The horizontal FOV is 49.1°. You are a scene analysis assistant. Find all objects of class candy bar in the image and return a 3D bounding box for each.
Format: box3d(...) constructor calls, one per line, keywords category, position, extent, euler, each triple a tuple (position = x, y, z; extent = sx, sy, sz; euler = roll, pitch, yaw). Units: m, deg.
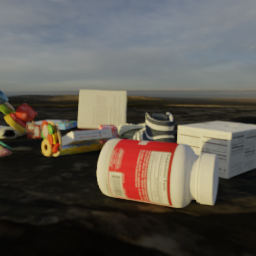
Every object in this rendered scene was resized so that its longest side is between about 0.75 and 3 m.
box3d(category="candy bar", position=(-1.866, 0.750, 9.948), extent=(2.442, 0.271, 0.609), euler=(-5, 7, -37))

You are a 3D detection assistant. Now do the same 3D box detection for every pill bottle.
box3d(category="pill bottle", position=(0.589, 0.866, 5.430), extent=(2.142, 1.203, 1.203), euler=(4, 8, 23))

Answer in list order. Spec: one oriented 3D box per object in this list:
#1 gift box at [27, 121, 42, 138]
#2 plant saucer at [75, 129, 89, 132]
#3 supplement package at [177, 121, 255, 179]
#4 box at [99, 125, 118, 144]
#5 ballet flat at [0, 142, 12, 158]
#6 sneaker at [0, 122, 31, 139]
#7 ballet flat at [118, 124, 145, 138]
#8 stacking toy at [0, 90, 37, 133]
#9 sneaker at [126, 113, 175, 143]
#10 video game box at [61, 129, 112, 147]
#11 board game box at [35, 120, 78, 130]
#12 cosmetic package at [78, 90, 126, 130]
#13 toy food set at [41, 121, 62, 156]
box3d(category="gift box", position=(-4.349, 0.074, 13.226), extent=(0.722, 0.782, 0.730), euler=(4, 6, -7))
box3d(category="plant saucer", position=(-1.821, 0.302, 13.330), extent=(1.480, 0.272, 1.477), euler=(2, 8, 10))
box3d(category="supplement package", position=(2.709, 0.520, 8.070), extent=(2.138, 1.185, 1.665), euler=(-5, 10, -41))
box3d(category="box", position=(-0.848, 0.282, 11.858), extent=(0.652, 0.706, 1.377), euler=(-2, 9, -12))
box3d(category="ballet flat", position=(-4.428, 0.522, 8.679), extent=(2.141, 0.762, 0.740), euler=(26, -21, 30))
box3d(category="sneaker", position=(-5.214, 0.189, 13.095), extent=(0.871, 0.717, 1.894), euler=(15, 23, 38))
box3d(category="ballet flat", position=(0.602, 0.228, 12.941), extent=(2.221, 0.797, 0.797), euler=(-2, 7, 4))
box3d(category="stacking toy", position=(-4.062, -0.918, 9.290), extent=(1.962, 0.829, 1.776), euler=(48, -4, -40))
box3d(category="sneaker", position=(0.685, 0.186, 9.392), extent=(0.979, 1.515, 2.792), euler=(-3, 8, -24))
box3d(category="video game box", position=(-1.660, 0.401, 10.417), extent=(1.538, 0.395, 1.688), euler=(-8, -7, -34))
box3d(category="board game box", position=(-4.289, -0.192, 16.633), extent=(2.073, 0.379, 1.568), euler=(1, 8, 17))
box3d(category="cosmetic package", position=(-1.255, -0.864, 14.553), extent=(2.323, 1.932, 1.944), euler=(2, -2, 1))
box3d(category="toy food set", position=(-2.055, 0.283, 7.414), extent=(0.239, 0.970, 0.980), euler=(-12, 5, -39))
